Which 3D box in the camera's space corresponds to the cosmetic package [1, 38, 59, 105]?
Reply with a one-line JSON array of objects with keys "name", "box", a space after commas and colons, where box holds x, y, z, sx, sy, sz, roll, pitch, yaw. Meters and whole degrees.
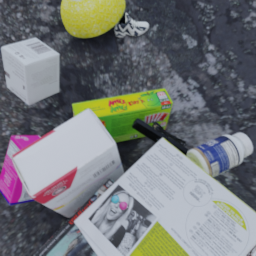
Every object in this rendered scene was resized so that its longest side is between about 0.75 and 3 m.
[{"name": "cosmetic package", "box": [-2.811, -1.657, 8.201, 1.143, 1.386, 1.144, 36, 47, 24]}]

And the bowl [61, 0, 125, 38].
[{"name": "bowl", "box": [-1.508, -4.780, 10.388, 2.551, 1.373, 2.551, -8, 62, 15]}]

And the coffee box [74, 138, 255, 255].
[{"name": "coffee box", "box": [1.105, 2.553, 6.530, 2.809, 2.836, 2.840, -43, 54, -9]}]

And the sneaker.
[{"name": "sneaker", "box": [0.138, -3.990, 10.680, 1.371, 0.892, 0.547, -6, 69, -3]}]

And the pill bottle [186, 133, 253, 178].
[{"name": "pill bottle", "box": [2.400, 0.700, 7.308, 1.570, 0.871, 0.871, -22, 70, -14]}]

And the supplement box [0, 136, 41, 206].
[{"name": "supplement box", "box": [-2.905, 1.156, 7.878, 0.893, 0.874, 1.728, 36, 111, 36]}]

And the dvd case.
[{"name": "dvd case", "box": [-1.062, 2.846, 7.394, 0.309, 2.052, 2.811, 32, 69, 36]}]

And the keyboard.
[{"name": "keyboard", "box": [1.071, 0.307, 7.905, 2.024, 1.286, 0.208, 31, 74, -4]}]

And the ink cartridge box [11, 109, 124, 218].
[{"name": "ink cartridge box", "box": [-1.318, 1.075, 7.249, 2.108, 2.856, 1.223, -34, 68, -12]}]

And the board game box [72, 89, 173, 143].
[{"name": "board game box", "box": [-0.185, -0.257, 8.582, 2.849, 1.447, 0.678, -11, 53, -14]}]
